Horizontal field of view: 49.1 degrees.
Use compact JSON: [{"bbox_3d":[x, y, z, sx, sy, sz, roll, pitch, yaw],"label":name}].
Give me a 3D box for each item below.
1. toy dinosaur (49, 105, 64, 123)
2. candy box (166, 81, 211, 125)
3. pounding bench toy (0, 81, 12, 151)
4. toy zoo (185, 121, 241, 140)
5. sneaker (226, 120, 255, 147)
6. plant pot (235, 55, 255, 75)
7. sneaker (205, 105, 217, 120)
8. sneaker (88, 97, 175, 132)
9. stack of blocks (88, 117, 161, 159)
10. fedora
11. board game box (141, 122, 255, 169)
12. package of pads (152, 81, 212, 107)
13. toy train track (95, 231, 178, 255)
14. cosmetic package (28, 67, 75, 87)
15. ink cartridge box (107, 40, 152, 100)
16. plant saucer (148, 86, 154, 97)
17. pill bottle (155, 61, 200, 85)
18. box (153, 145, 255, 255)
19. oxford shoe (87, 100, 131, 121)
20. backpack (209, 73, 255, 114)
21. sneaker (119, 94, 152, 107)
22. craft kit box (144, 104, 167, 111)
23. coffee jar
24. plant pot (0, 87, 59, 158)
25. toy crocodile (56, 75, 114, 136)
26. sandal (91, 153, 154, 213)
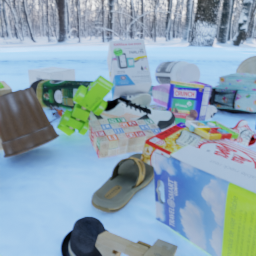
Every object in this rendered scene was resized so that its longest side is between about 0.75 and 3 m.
[{"bbox_3d":[-2.625,-0.608,10.575,1.014,0.587,1.118,13,27,41],"label":"toy dinosaur"},{"bbox_3d":[2.046,-0.805,9.723,1.292,1.528,0.588,16,13,37],"label":"candy box"},{"bbox_3d":[-4.212,-0.470,8.487,1.445,1.815,2.326,-13,24,-30],"label":"pounding bench toy"},{"bbox_3d":[2.083,0.044,7.146,1.347,0.138,0.884,-1,25,-32],"label":"toy zoo"},{"bbox_3d":[3.674,0.182,8.729,0.803,0.500,1.498,24,28,34],"label":"sneaker"},{"bbox_3d":[6.271,-2.284,13.614,2.022,2.022,1.851,7,32,18],"label":"plant pot"},{"bbox_3d":[2.536,-0.715,10.867,1.560,0.623,1.015,-14,31,-9],"label":"sneaker"},{"bbox_3d":[0.140,-0.390,9.143,2.915,1.166,1.075,-2,29,-8],"label":"sneaker"},{"bbox_3d":[-0.099,0.199,8.168,1.897,0.556,1.092,-7,36,-21],"label":"stack of blocks"},{"bbox_3d":[-0.617,1.758,4.465,1.002,0.458,1.002,-1,20,0],"label":"fedora"},{"bbox_3d":[1.823,0.746,6.353,2.464,0.570,1.866,25,27,27],"label":"board game box"},{"bbox_3d":[2.473,-1.526,12.646,2.445,0.925,1.473,-9,22,-24],"label":"package of pads"},{"bbox_3d":[0.924,2.074,3.513,2.948,0.480,1.691,14,-5,18],"label":"toy train track"},{"bbox_3d":[-4.201,-2.710,15.545,1.812,1.117,1.818,13,24,32],"label":"cosmetic package"},{"bbox_3d":[-0.004,-2.444,11.947,1.516,2.067,1.509,-6,-17,-10],"label":"ink cartridge box"},{"bbox_3d":[0.997,-2.004,14.925,1.858,0.255,1.858,0,20,0],"label":"plant saucer"},{"bbox_3d":[2.617,-2.857,15.049,1.433,1.433,2.519,-9,16,-22],"label":"pill bottle"},{"bbox_3d":[1.503,1.283,4.156,0.600,1.536,2.520,-24,31,-37],"label":"box"},{"bbox_3d":[-0.922,-0.642,10.404,2.268,0.823,0.807,-7,21,-18],"label":"oxford shoe"},{"bbox_3d":[4.625,-1.379,11.332,2.149,1.647,1.889,20,22,31],"label":"backpack"},{"bbox_3d":[0.102,-1.111,11.796,1.961,0.735,0.828,-16,30,-36],"label":"sneaker"},{"bbox_3d":[1.086,-0.753,11.636,0.864,0.210,0.853,-15,22,-35],"label":"craft kit box"},{"bbox_3d":[-2.776,-1.436,12.016,2.766,1.180,1.442,5,21,11],"label":"coffee jar"},{"bbox_3d":[-2.837,-0.190,7.460,1.523,1.508,1.523,-20,9,3],"label":"plant pot"},{"bbox_3d":[-1.352,-0.593,8.449,0.898,2.660,0.821,27,39,-20],"label":"toy crocodile"},{"bbox_3d":[-0.030,1.026,6.211,0.910,0.612,2.265,10,23,25],"label":"sandal"}]
